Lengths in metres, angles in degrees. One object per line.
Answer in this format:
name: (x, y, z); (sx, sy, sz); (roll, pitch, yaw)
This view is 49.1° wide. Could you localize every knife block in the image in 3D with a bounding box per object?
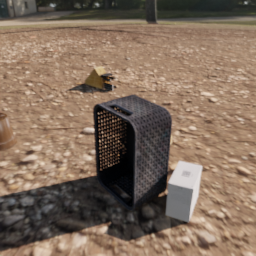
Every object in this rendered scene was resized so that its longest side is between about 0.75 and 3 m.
knife block: (-1.533, -2.603, 16.370); (0.631, 1.732, 1.973); (-26, -9, -42)

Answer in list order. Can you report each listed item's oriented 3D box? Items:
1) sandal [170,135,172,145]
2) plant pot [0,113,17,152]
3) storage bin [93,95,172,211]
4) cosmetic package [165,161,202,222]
sandal: (0.946, 0.563, 9.562); (0.951, 0.853, 2.594); (6, 27, 20)
plant pot: (-4.742, 0.118, 10.237); (1.134, 1.123, 1.134); (1, 27, 0)
storage bin: (0.075, 0.615, 7.565); (1.230, 2.624, 1.774); (-20, 33, -34)
cosmetic package: (1.447, 1.629, 7.282); (0.656, 1.068, 1.064); (10, 28, 22)
